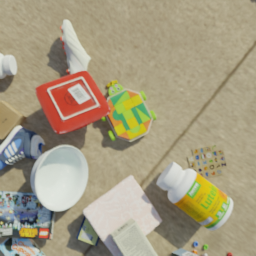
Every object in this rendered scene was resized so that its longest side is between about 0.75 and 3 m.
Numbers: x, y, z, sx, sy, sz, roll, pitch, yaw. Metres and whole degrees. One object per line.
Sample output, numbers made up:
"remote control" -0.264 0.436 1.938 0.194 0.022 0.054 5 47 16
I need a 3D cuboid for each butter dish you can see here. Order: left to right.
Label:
"butter dish" -2.085 -0.727 10.699 2.221 1.646 2.227 -25 68 -19

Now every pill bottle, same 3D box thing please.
"pill bottle" -5.448 -2.431 11.064 1.823 1.028 1.028 -2 87 -1
"pill bottle" 2.444 2.500 10.596 2.634 1.463 1.463 37 88 1

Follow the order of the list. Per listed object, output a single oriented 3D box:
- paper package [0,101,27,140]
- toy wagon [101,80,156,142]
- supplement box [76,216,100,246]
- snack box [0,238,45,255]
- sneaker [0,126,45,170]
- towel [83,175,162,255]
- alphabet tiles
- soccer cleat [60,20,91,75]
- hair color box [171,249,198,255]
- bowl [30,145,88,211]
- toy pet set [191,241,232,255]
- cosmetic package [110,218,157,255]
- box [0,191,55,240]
"paper package" -4.950 -0.309 11.165 1.164 0.632 1.221 38 88 2
"toy wagon" -0.162 -0.748 11.244 2.001 0.510 2.579 -27 88 -2
"supplement box" -1.443 3.994 10.979 0.867 0.583 0.868 21 87 1
"snack box" -4.079 4.999 11.043 1.075 0.343 1.850 -40 88 -4
"sneaker" -4.195 1.078 10.986 1.508 0.829 2.059 30 82 6
"towel" -0.176 3.409 10.820 2.371 0.382 2.264 -34 88 -20
"alphabet tiles" 3.215 1.383 11.378 1.503 0.048 1.251 -12 88 -1
"soccer cleat" -2.057 -2.981 11.216 1.023 0.914 2.638 -11 94 -5
"hair color box" 2.182 6.187 10.444 1.373 0.841 2.774 7 87 37
"bowl" -2.734 1.805 10.532 1.087 2.419 2.419 4 87 39
"toy pet set" 3.191 5.457 10.761 1.616 0.858 1.509 16 88 3
"cosmetic package" 0.309 4.434 10.129 1.030 0.727 1.990 -31 93 -17
"box" -4.117 3.374 10.873 2.484 0.495 1.701 3 74 0
